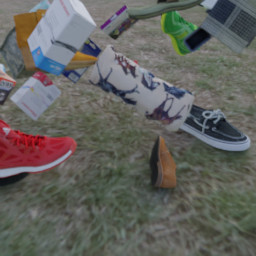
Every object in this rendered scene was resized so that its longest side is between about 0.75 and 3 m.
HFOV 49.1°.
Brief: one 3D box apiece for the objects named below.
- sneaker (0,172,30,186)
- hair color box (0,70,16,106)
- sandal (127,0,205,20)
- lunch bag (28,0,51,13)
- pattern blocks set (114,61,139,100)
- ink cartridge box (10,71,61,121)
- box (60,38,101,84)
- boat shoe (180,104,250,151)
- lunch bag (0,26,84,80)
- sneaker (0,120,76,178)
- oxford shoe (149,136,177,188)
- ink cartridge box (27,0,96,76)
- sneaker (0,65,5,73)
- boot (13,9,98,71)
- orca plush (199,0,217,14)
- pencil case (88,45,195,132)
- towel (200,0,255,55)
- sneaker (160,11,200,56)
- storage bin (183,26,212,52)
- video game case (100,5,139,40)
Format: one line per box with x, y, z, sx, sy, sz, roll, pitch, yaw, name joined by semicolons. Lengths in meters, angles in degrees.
-3.906;1.036;7.546;2.512;0.931;1.112;-10;36;-17;sneaker
-3.012;-1.143;4.956;1.802;0.576;0.999;37;9;18;hair color box
1.203;-3.691;7.949;2.611;0.745;1.037;-21;25;-16;sandal
-3.251;-4.199;10.139;0.808;0.388;1.007;6;55;51;lunch bag
-0.108;-1.592;9.303;1.272;0.117;1.447;-19;54;8;pattern blocks set
-2.208;-0.771;6.723;0.396;0.698;0.957;28;71;40;ink cartridge box
-1.845;-2.579;10.567;1.675;1.015;0.271;-48;53;6;box
2.756;-0.197;9.466;1.056;0.977;2.860;-23;39;-32;boat shoe
-2.538;-2.660;8.737;1.913;1.371;2.332;-25;-6;-46;lunch bag
-1.979;0.305;5.326;1.804;1.042;0.707;-18;31;5;sneaker
1.023;0.978;8.041;0.692;0.693;1.942;15;38;-10;oxford shoe
-0.975;-1.343;3.995;0.408;0.951;0.696;20;34;-47;ink cartridge box
-6.394;-2.267;12.872;1.468;0.894;2.249;-11;33;-20;sneaker
-1.748;-2.228;7.075;2.027;1.451;0.713;-9;0;-30;boot
3.143;-5.038;11.454;1.824;0.960;0.648;0;0;4;orca plush
0.303;-1.027;7.006;2.691;1.047;1.204;31;57;-1;pencil case
2.908;-2.930;7.603;1.454;1.400;0.251;44;38;15;towel
2.004;-3.713;10.402;1.152;2.756;1.021;-1;73;30;sneaker
2.144;-2.708;8.583;0.794;0.578;0.534;-37;7;19;storage bin
-0.315;-3.916;10.513;0.222;1.237;1.121;60;20;14;video game case
